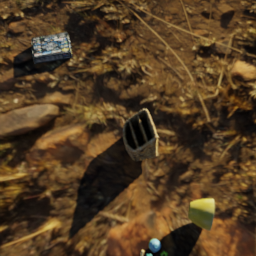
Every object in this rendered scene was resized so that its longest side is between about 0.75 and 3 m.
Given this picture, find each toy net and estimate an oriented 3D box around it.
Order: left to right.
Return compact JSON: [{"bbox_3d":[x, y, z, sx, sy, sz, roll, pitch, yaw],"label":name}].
[{"bbox_3d":[0.485,3.480,7.411,1.096,0.212,0.575,-32,85,-16],"label":"toy net"}]

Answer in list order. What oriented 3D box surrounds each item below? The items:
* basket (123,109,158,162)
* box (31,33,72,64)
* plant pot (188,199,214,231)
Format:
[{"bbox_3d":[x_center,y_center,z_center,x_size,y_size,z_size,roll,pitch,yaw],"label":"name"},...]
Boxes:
[{"bbox_3d":[0.321,0.225,8.889,0.980,1.023,1.373,-11,50,-5],"label":"basket"},{"bbox_3d":[-3.193,-3.337,11.666,1.560,0.359,1.240,-12,58,-8],"label":"box"},{"bbox_3d":[1.978,2.331,7.697,0.603,0.850,0.850,9,58,10],"label":"plant pot"}]
